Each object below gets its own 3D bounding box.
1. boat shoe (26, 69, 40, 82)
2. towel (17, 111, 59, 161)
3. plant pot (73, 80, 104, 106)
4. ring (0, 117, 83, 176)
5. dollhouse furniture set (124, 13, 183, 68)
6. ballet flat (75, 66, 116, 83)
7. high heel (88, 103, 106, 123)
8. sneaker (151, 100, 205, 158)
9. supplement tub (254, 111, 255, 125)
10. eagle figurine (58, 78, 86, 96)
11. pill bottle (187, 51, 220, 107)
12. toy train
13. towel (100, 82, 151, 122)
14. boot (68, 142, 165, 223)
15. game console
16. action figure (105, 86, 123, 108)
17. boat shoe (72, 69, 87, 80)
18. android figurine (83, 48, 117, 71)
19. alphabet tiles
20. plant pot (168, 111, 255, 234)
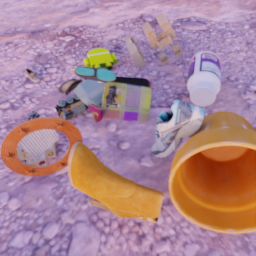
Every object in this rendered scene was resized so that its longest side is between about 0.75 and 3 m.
[{"bbox_3d":[-4.402,-2.430,12.867,0.922,0.275,0.331,35,55,29],"label":"boat shoe"},{"bbox_3d":[-2.762,0.222,8.259,0.559,1.307,1.082,36,70,30],"label":"towel"},{"bbox_3d":[-1.355,-1.350,10.852,0.997,0.995,1.016,-36,96,-23],"label":"plant pot"},{"bbox_3d":[-2.277,0.607,7.602,2.167,2.167,0.208,-15,45,-14],"label":"ring"},{"bbox_3d":[1.130,-4.100,13.364,2.225,2.044,1.448,-29,47,14],"label":"dollhouse furniture set"},{"bbox_3d":[-1.043,-1.674,8.910,1.294,0.473,0.473,8,45,-10],"label":"ballet flat"},{"bbox_3d":[-1.137,-0.454,9.391,0.374,1.108,0.533,42,95,27],"label":"high heel"},{"bbox_3d":[1.227,-0.006,8.523,1.062,2.460,0.955,30,47,-6],"label":"sneaker"},{"bbox_3d":[4.116,-0.119,7.221,1.184,1.184,1.795,5,15,5],"label":"supplement tub"},{"bbox_3d":[-2.209,-1.734,11.668,1.200,0.910,0.905,-4,58,-31],"label":"eagle figurine"},{"bbox_3d":[3.181,-2.038,11.748,1.340,1.340,2.404,10,47,9],"label":"pill bottle"},{"bbox_3d":[-2.224,-0.821,11.094,1.381,0.588,0.787,-29,72,-33],"label":"toy train"},{"bbox_3d":[-0.078,-0.924,10.182,1.878,1.348,0.214,3,10,-18],"label":"towel"},{"bbox_3d":[-0.157,1.467,7.124,2.141,2.990,1.052,7,53,18],"label":"boot"},{"bbox_3d":[-0.110,-1.520,12.022,2.078,0.322,1.838,4,51,4],"label":"game console"},{"bbox_3d":[-0.460,-1.017,9.237,0.565,0.658,1.106,11,29,-4],"label":"action figure"},{"bbox_3d":[-1.729,-1.981,10.560,0.364,0.998,0.314,6,85,33],"label":"boat shoe"},{"bbox_3d":[-1.371,-3.350,13.695,1.606,0.362,1.765,-14,49,-13],"label":"android figurine"},{"bbox_3d":[-3.249,0.770,9.549,1.536,0.058,1.846,-17,41,-6],"label":"alphabet tiles"},{"bbox_3d":[2.784,0.927,8.048,2.980,2.980,2.728,10,33,9],"label":"plant pot"}]
